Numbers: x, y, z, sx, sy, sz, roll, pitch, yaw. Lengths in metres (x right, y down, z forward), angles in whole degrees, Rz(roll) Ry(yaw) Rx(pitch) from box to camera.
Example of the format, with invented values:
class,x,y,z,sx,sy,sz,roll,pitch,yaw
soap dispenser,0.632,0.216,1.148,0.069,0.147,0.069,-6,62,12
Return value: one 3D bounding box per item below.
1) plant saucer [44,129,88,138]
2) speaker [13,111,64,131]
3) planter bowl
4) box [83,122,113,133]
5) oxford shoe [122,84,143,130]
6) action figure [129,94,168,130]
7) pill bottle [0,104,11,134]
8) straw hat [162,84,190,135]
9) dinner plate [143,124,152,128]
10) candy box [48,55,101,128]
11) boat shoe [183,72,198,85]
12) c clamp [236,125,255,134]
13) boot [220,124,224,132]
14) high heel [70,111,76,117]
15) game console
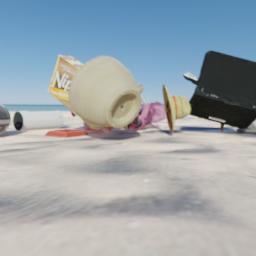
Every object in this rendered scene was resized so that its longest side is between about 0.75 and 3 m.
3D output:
class,x,y,z,sx,sy,sz,roll,pitch,yaw
plant saucer,-2.389,0.202,10.890,1.237,0.227,1.239,3,4,34
speaker,-4.433,-0.373,13.955,0.969,0.969,2.385,3,6,39
planter bowl,-0.504,-0.896,8.528,2.163,2.163,1.456,-4,33,-45
box,-1.088,-1.008,12.472,1.224,1.172,2.456,6,41,10
oxford shoe,0.207,-0.865,11.771,0.760,2.058,0.728,36,27,16
action figure,0.739,-0.369,14.039,1.961,2.180,2.928,-47,-7,31
pill bottle,-5.264,-0.311,10.183,1.327,1.327,2.347,0,3,-7
straw hat,1.891,-0.766,10.607,0.847,2.000,2.000,-10,4,2
dinner plate,0.629,-0.155,16.210,1.740,0.211,1.740,1,4,0
candy box,-1.736,-1.384,10.362,2.713,1.566,0.750,38,26,28
boat shoe,2.568,-1.972,11.090,0.300,0.344,0.934,-41,39,-6
c clamp,6.056,0.034,12.118,2.436,0.386,2.851,-3,5,-40
boot,4.138,-0.222,12.082,0.319,0.846,0.311,4,25,16
high heel,-2.831,-1.443,13.545,0.643,1.910,0.916,25,23,39
game console,3.784,-1.344,10.687,2.634,1.533,2.317,15,-27,1
